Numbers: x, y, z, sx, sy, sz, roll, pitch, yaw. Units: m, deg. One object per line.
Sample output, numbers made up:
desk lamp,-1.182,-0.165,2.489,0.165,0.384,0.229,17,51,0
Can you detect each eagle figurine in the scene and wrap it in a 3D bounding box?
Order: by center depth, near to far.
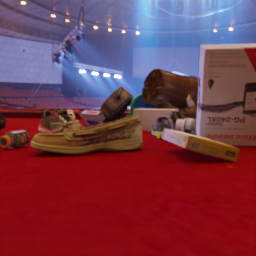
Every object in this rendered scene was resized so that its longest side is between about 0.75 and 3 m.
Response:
eagle figurine,2.595,-0.607,12.344,2.328,1.757,1.767,-17,-13,-13

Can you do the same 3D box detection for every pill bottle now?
pill bottle,-3.275,0.343,8.035,0.486,0.486,0.916,1,6,13
pill bottle,2.472,-0.024,10.784,1.168,0.665,0.665,3,6,30

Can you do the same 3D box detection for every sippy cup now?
sippy cup,0.785,-0.804,14.542,2.218,1.742,1.625,11,-8,-9

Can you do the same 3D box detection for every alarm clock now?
alarm clock,-0.578,-1.194,14.241,0.995,2.016,2.989,40,-20,9

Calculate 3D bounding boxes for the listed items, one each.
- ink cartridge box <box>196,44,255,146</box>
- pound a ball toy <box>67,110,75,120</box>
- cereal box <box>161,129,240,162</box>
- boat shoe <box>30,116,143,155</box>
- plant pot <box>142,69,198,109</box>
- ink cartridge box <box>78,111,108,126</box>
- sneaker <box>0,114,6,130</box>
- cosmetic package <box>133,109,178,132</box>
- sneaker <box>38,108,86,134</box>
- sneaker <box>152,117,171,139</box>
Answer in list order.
ink cartridge box,3.197,-0.952,8.371,2.121,2.920,1.217,1,22,8
pound a ball toy,-3.703,-0.427,15.507,1.156,0.753,1.773,-25,0,13
cereal box,1.699,0.377,6.963,1.282,0.352,1.781,14,3,-12
boat shoe,-1.052,0.159,7.529,2.995,0.939,1.098,-2,6,-22
plant pot,1.944,-1.709,13.121,2.129,2.151,2.151,14,-2,-30
ink cartridge box,-1.804,-0.470,14.397,1.836,0.869,0.341,4,46,47
sneaker,-6.209,-0.283,11.604,2.521,0.968,1.403,7,14,24
cosmetic package,1.201,-0.342,12.279,1.866,1.004,0.791,4,8,27
sneaker,-2.335,-0.193,9.869,2.374,0.972,0.915,10,7,33
sneaker,1.300,-0.047,10.549,0.687,0.753,1.859,-1,6,-7
